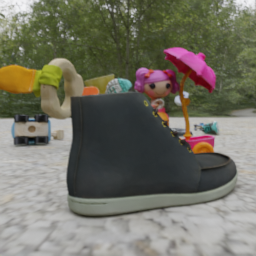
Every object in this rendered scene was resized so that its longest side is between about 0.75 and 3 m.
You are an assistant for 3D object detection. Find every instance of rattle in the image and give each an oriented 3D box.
[{"bbox_3d":[-2.445,-1.173,9.139,2.083,1.898,2.916,-13,6,15],"label":"rattle"}]

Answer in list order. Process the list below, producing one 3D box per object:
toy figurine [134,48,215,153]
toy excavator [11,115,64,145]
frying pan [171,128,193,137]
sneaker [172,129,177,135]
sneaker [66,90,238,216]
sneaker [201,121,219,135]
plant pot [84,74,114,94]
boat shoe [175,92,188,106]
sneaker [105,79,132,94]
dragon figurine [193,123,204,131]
[{"bbox_3d":[0.800,-0.376,5.682,2.597,2.390,1.949,-1,4,-3],"label":"toy figurine"},{"bbox_3d":[-3.198,0.136,10.160,1.946,0.999,2.001,0,-5,-23],"label":"toy excavator"},{"bbox_3d":[2.157,0.183,13.515,1.453,0.391,2.401,-1,7,-20],"label":"frying pan"},{"bbox_3d":[1.120,0.243,9.592,1.054,0.395,0.457,-9,16,-3],"label":"sneaker"},{"bbox_3d":[0.512,0.220,3.748,2.668,1.417,0.998,-2,4,-32],"label":"sneaker"},{"bbox_3d":[4.041,0.068,13.824,0.835,0.710,1.830,-14,-5,16],"label":"sneaker"},{"bbox_3d":[-1.077,-1.604,11.355,1.238,0.879,1.238,-13,10,2],"label":"plant pot"},{"bbox_3d":[1.745,-0.871,9.134,0.373,0.331,1.014,23,31,18],"label":"boat shoe"},{"bbox_3d":[-0.254,-1.047,9.407,0.981,0.834,2.151,-17,-11,-28],"label":"sneaker"},{"bbox_3d":[4.434,-0.068,16.389,1.498,0.441,0.745,-5,6,-43],"label":"dragon figurine"}]
